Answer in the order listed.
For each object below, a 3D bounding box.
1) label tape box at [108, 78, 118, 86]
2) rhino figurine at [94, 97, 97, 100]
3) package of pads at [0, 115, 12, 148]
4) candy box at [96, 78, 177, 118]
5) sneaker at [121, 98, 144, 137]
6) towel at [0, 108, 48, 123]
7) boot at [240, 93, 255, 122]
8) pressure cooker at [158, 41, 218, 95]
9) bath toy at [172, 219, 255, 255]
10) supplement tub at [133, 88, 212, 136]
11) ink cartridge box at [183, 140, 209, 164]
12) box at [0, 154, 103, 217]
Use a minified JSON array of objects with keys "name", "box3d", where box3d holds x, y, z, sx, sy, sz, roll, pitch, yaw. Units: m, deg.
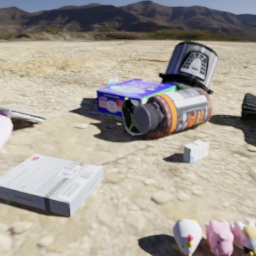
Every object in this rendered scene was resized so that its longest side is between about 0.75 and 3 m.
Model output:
[{"name":"label tape box","box3d":[-0.693,-1.685,13.190,0.482,1.045,1.459,-1,22,-3]},{"name":"rhino figurine","box3d":[-1.343,-1.524,13.851,0.390,0.267,0.892,15,28,33]},{"name":"package of pads","box3d":[-4.545,0.338,8.399,1.415,0.888,2.348,1,22,-6]},{"name":"candy box","box3d":[0.425,-1.300,12.177,2.377,1.083,2.812,16,28,35]},{"name":"sneaker","box3d":[0.115,-0.414,9.951,0.601,0.693,1.675,-14,49,-17]},{"name":"towel","box3d":[-4.176,-0.464,10.279,1.785,0.320,1.854,4,-4,28]},{"name":"boot","box3d":[5.158,-0.458,9.939,2.245,1.130,3.003,15,15,18]},{"name":"pressure cooker","box3d":[2.871,-2.443,13.222,2.308,2.584,2.272,25,-6,-41]},{"name":"bath toy","box3d":[1.673,1.940,4.831,1.783,0.775,0.659,1,59,3]},{"name":"supplement tub","box3d":[1.543,-0.539,9.841,2.727,1.458,1.458,-14,26,-30]},{"name":"ink cartridge box","box3d":[1.979,0.665,8.140,0.817,0.470,0.277,-16,27,-35]},{"name":"box","box3d":[-1.854,1.273,6.709,2.044,0.421,1.594,9,23,18]}]
